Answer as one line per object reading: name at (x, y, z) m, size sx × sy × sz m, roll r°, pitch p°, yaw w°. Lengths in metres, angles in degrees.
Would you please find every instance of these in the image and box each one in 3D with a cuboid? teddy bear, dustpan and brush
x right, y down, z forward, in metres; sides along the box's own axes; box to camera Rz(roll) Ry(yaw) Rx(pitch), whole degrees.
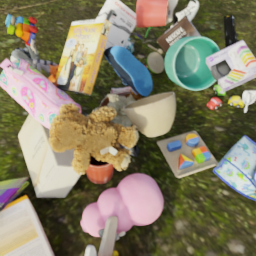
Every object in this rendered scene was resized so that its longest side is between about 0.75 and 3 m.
teddy bear at (-0.870, 0.287, 7.506) m, size 2.667 × 1.934 × 0.890 m, roll 0°, pitch 19°, yaw -30°
dustpan and brush at (4.287, -0.936, 10.003) m, size 0.232 × 0.812 × 0.567 m, roll 4°, pitch 4°, yaw -30°

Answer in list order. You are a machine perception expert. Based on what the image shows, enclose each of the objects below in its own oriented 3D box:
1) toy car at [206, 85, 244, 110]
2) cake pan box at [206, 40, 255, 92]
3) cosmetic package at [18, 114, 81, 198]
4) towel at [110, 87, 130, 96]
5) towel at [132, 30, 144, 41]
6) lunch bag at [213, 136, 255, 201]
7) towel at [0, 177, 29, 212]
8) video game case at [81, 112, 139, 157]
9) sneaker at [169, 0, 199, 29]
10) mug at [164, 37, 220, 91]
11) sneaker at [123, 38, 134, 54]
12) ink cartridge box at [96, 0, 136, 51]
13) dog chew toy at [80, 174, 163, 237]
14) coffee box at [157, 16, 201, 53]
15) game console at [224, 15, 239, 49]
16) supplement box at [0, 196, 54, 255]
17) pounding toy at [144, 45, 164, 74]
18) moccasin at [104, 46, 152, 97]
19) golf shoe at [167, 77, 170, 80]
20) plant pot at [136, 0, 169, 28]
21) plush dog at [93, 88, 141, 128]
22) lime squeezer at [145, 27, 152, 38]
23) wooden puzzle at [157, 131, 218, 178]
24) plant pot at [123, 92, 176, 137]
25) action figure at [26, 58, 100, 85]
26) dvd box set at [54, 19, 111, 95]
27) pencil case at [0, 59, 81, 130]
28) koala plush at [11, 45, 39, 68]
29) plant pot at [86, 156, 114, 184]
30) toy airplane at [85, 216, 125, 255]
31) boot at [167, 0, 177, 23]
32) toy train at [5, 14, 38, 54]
toy car at (4.363, -1.531, 12.945) m, size 1.728 × 0.385 × 1.626 m, roll -3°, pitch 46°, yaw -3°
cake pan box at (2.949, -1.737, 7.934) m, size 1.211 × 0.317 × 1.115 m, roll -24°, pitch 67°, yaw 8°
cosmetic package at (-2.761, 0.789, 9.747) m, size 1.084 × 1.536 × 2.967 m, roll 14°, pitch 30°, yaw -42°
towel at (-0.230, -1.445, 12.066) m, size 1.284 × 1.755 × 0.263 m, roll -15°, pitch 83°, yaw -14°
towel at (0.380, -4.289, 12.873) m, size 0.603 × 0.840 × 0.096 m, roll 34°, pitch 92°, yaw 29°
lunch bag at (4.201, 1.448, 9.619) m, size 1.858 × 1.184 × 1.580 m, roll 43°, pitch 57°, yaw 15°
towel at (-4.263, 2.369, 8.385) m, size 1.741 × 0.276 × 2.425 m, roll -13°, pitch 22°, yaw 22°
video game case at (-0.980, 0.185, 9.987) m, size 2.609 × 2.357 × 0.333 m, roll 18°, pitch 72°, yaw 17°
sneaker at (2.297, -4.641, 11.595) m, size 0.798 × 0.689 × 1.821 m, roll 26°, pitch 76°, yaw -6°
mug at (2.216, -2.087, 9.524) m, size 1.690 × 2.057 × 1.272 m, roll -44°, pitch 22°, yaw 4°
sneaker at (-0.206, -4.274, 15.187) m, size 1.132 × 1.018 × 2.622 m, roll -2°, pitch 46°, yaw -6°
ink cartridge box at (-0.628, -4.118, 11.528) m, size 1.402 × 1.910 × 0.792 m, roll 28°, pitch 4°, yaw -28°
dog chew toy at (-0.222, 2.412, 8.445) m, size 2.496 × 1.554 × 1.554 m, roll -23°, pitch 50°, yaw -11°
coffee box at (2.355, -2.858, 10.688) m, size 2.388 × 1.350 × 0.953 m, roll 48°, pitch 24°, yaw -13°
game console at (3.413, -2.848, 9.165) m, size 0.271 × 1.328 × 2.252 m, roll -2°, pitch 11°, yaw 27°
supplement box at (-3.059, 3.425, 7.753) m, size 1.643 × 0.959 × 2.607 m, roll -24°, pitch 49°, yaw -21°
pounding toy at (1.259, -3.441, 14.549) m, size 1.100 × 0.661 × 1.425 m, roll 8°, pitch 78°, yaw -34°
moccasin at (0.056, -1.923, 9.252) m, size 0.758 × 2.223 × 0.894 m, roll 19°, pitch 67°, yaw 45°
golf shoe at (3.058, -3.072, 13.993) m, size 1.274 × 1.048 × 2.696 m, roll 33°, pitch 56°, yaw 28°
plant pot at (0.950, -4.465, 10.774) m, size 1.132 × 1.280 × 1.280 m, roll 9°, pitch 47°, yaw 8°
plush dog at (-0.179, -0.641, 11.251) m, size 1.866 × 2.325 × 1.997 m, roll 43°, pitch 64°, yaw -6°
lime squeezer at (1.256, -4.987, 13.589) m, size 1.415 × 0.500 × 0.267 m, roll -33°, pitch 64°, yaw 22°
wooden puzzle at (2.224, 0.874, 10.595) m, size 1.733 × 0.433 × 1.871 m, roll -16°, pitch 48°, yaw -14°
plant pot at (0.822, -0.363, 9.093) m, size 1.694 × 1.137 × 1.694 m, roll -17°, pitch 11°, yaw 4°
action figure at (-2.151, -2.298, 10.147) m, size 2.622 × 2.710 × 1.418 m, roll -20°, pitch 75°, yaw -32°
dvd box set at (-1.426, -2.145, 8.460) m, size 1.608 × 0.323 × 2.198 m, roll 16°, pitch 89°, yaw 41°
pencil case at (-2.693, -0.976, 8.417) m, size 2.743 × 1.199 × 1.199 m, roll 40°, pitch 57°, yaw 17°
koala plush at (-4.384, -2.993, 11.720) m, size 1.146 × 1.053 × 1.016 m, roll 16°, pitch 54°, yaw 40°
plant pot at (-0.983, 1.223, 9.678) m, size 1.272 × 1.237 × 1.272 m, roll 2°, pitch 45°, yaw -2°
toy airplane at (-0.613, 3.634, 7.165) m, size 2.029 × 1.432 × 2.020 m, roll -30°, pitch 94°, yaw -38°
boot at (1.678, -5.280, 11.898) m, size 0.581 × 1.598 × 0.722 m, roll -5°, pitch 68°, yaw -6°
toy train at (-3.997, -3.524, 10.462) m, size 1.067 × 0.781 × 1.844 m, roll 10°, pitch 45°, yaw -31°
